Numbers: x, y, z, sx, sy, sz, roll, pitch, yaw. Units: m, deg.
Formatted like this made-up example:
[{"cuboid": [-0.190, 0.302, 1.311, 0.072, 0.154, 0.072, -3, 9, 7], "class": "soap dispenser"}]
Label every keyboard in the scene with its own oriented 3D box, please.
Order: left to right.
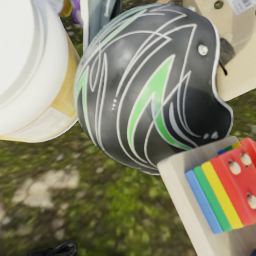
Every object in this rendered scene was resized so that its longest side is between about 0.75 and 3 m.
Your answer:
[{"cuboid": [-1.425, 2.813, 4.772, 2.870, 0.368, 1.723, -1, 49, -2], "class": "keyboard"}]

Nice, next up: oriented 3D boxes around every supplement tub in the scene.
[{"cuboid": [-1.859, -0.893, 4.323, 2.161, 2.988, 2.161, 0, 85, 0], "class": "supplement tub"}]

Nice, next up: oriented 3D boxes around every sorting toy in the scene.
[{"cuboid": [1.188, 0.778, 2.561, 1.509, 0.528, 1.518, -9, 69, -49], "class": "sorting toy"}]

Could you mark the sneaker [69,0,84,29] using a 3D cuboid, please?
[{"cuboid": [-1.004, -2.679, 6.963, 0.687, 1.553, 0.625, 10, 46, 29], "class": "sneaker"}]

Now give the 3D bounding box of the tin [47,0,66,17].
[{"cuboid": [-1.928, -3.363, 6.075, 1.318, 0.493, 2.355, 14, 78, -36], "class": "tin"}]

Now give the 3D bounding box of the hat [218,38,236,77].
[{"cuboid": [1.536, -1.218, 4.514, 0.306, 0.758, 0.758, -28, 48, 17], "class": "hat"}]

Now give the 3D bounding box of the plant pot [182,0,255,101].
[{"cuboid": [2.396, -2.226, 5.540, 2.371, 2.099, 2.368, -25, 76, 20], "class": "plant pot"}]

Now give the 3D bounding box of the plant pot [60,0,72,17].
[{"cuboid": [-2.301, -3.828, 7.761, 1.259, 1.338, 1.338, 6, 50, 5], "class": "plant pot"}]

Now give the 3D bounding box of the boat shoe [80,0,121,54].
[{"cuboid": [-0.393, -1.521, 5.413, 0.794, 0.936, 2.570, -7, 83, 6], "class": "boat shoe"}]

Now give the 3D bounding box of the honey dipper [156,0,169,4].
[{"cuboid": [1.015, -2.903, 5.521, 0.552, 2.908, 0.552, 24, 44, -25], "class": "honey dipper"}]

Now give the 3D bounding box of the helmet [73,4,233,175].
[{"cuboid": [0.294, -0.562, 4.017, 2.204, 2.101, 2.204, -21, 39, 18], "class": "helmet"}]
